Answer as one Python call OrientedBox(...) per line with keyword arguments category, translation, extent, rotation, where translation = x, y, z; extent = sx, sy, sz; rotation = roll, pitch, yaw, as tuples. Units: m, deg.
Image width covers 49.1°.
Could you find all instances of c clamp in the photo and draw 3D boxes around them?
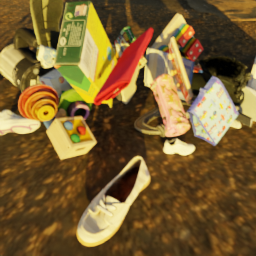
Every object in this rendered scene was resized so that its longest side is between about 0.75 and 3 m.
OrientedBox(category="c clamp", translation=(1.594, -0.458, 8.890), extent=(2.737, 0.371, 2.338), rotation=(-28, 29, -12))

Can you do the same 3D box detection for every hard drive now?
OrientedBox(category="hard drive", translation=(3.470, -0.367, 8.831), extent=(0.884, 0.277, 1.311), rotation=(29, 14, 13))

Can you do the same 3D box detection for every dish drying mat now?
OrientedBox(category="dish drying mat", translation=(-0.020, -1.594, 6.936), extent=(1.086, 0.257, 2.827), rotation=(-32, 23, 35))

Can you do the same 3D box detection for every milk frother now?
OrientedBox(category="milk frother", translation=(-3.277, -2.426, 11.141), extent=(2.692, 2.429, 2.532), rotation=(9, 22, -47))

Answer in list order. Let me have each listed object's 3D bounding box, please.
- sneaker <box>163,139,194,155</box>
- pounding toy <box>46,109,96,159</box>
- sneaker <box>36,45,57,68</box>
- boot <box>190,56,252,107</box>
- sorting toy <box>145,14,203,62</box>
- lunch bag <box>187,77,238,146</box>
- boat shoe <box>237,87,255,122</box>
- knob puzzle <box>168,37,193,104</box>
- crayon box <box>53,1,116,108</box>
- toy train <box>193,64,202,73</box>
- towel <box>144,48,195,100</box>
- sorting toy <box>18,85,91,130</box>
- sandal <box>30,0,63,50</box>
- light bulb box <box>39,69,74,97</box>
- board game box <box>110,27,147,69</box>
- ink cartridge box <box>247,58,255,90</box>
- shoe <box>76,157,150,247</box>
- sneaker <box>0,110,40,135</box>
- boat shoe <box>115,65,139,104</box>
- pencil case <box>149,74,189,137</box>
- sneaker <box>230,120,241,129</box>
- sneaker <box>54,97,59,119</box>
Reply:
OrientedBox(category="sneaker", translation=(1.490, 0.527, 8.140), extent=(0.916, 0.455, 0.357), rotation=(-1, 36, -2))
OrientedBox(category="pounding toy", translation=(-1.585, -0.025, 8.053), extent=(1.340, 0.698, 1.525), rotation=(-9, 62, -52))
OrientedBox(category="sneaker", translation=(-2.340, -2.082, 8.441), extent=(0.549, 0.539, 1.424), rotation=(8, 3, -5))
OrientedBox(category="boot", translation=(2.624, -1.556, 8.928), extent=(2.452, 2.009, 0.907), rotation=(25, 83, 29))
OrientedBox(category="sorting toy", translation=(1.878, -2.858, 10.707), extent=(1.966, 1.978, 0.688), rotation=(-52, 53, 4))
OrientedBox(category="lunch bag", translation=(1.872, -0.414, 6.372), extent=(0.633, 1.347, 1.014), rotation=(30, 75, 42))
OrientedBox(category="boat shoe", translation=(4.671, -0.725, 9.487), extent=(0.945, 0.997, 2.852), rotation=(-19, 39, -38))
OrientedBox(category="knob puzzle", translation=(1.278, -1.409, 7.396), extent=(0.257, 1.850, 1.850), rotation=(-18, 36, 6))
OrientedBox(category="crayon box", translation=(-1.011, -1.796, 7.695), extent=(0.696, 2.742, 1.741), rotation=(2, 73, 13))
OrientedBox(category="toy train", translation=(2.934, -2.853, 12.639), extent=(1.126, 0.417, 1.499), rotation=(-7, 32, -37))
OrientedBox(category="towel", translation=(1.307, -1.794, 9.324), extent=(1.890, 1.388, 0.225), rotation=(28, 40, 35))
OrientedBox(category="sorting toy", translation=(-2.025, -0.430, 8.370), extent=(2.415, 1.451, 0.991), rotation=(5, 30, -41))
OrientedBox(category="sandal", translation=(-2.766, -3.522, 9.392), extent=(1.041, 2.622, 0.748), rotation=(-12, 33, -30))
OrientedBox(category="light bulb box", translation=(-2.269, -1.494, 10.032), extent=(0.772, 1.226, 1.237), rotation=(14, 45, 42))
OrientedBox(category="board game box", translation=(-0.277, -2.482, 10.265), extent=(0.303, 1.354, 2.585), rotation=(-31, 5, -25))
OrientedBox(category="ink cartridge box", translation=(6.092, -2.121, 10.770), extent=(2.604, 1.674, 1.630), rotation=(-15, 39, -18))
OrientedBox(category="shoe", translation=(-0.302, 1.578, 6.494), extent=(0.885, 0.676, 2.531), rotation=(20, 40, 25))
OrientedBox(category="sneaker", translation=(-3.559, -0.239, 8.636), extent=(1.678, 0.628, 0.836), rotation=(-3, 63, 3))
OrientedBox(category="boat shoe", translation=(-0.236, -1.603, 9.390), extent=(0.831, 2.649, 0.962), rotation=(32, 75, 8))
OrientedBox(category="pencil case", translation=(1.104, -0.591, 7.539), extent=(0.728, 0.696, 1.682), rotation=(-10, 68, -15))
OrientedBox(category="sneaker", translation=(3.272, -0.153, 9.235), extent=(0.459, 0.300, 0.799), rotation=(-21, 37, -23))
OrientedBox(category="sneaker", translation=(-2.132, -0.612, 9.110), extent=(0.611, 0.935, 0.372), rotation=(-7, 32, 8))
